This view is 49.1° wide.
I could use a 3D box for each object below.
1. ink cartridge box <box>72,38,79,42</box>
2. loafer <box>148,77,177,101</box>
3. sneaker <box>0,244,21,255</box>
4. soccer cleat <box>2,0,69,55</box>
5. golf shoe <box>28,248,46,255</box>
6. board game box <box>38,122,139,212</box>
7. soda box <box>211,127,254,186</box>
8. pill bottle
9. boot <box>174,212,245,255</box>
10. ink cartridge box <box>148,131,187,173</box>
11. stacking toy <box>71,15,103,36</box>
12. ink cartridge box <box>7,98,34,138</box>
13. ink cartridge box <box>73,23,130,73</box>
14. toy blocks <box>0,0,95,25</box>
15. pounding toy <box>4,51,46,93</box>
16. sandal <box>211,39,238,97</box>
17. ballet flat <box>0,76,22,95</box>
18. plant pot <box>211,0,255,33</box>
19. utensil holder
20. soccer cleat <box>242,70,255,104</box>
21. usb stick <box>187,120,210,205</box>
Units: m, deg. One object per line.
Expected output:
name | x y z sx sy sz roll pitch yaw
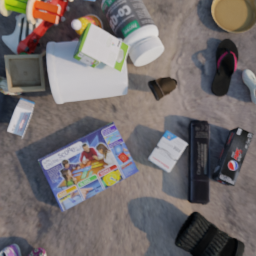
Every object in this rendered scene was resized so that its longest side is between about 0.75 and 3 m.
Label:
ink cartridge box | -1.908 -2.652 10.315 0.907 0.230 1.030 -40 83 -7
loafer | 1.192 -1.418 9.225 0.688 1.929 0.704 -27 97 24
sneaker | -3.617 4.462 8.748 0.529 0.832 1.460 -29 81 2
soccer cleat | -3.296 -3.930 10.136 1.273 1.026 2.989 33 82 6
golf shoe | -3.150 4.418 8.592 1.515 0.693 0.571 -30 40 -31
board game box | -1.323 1.284 9.487 2.843 0.490 1.924 -26 81 -4
soda box | 3.515 0.972 9.451 0.603 0.673 1.903 25 80 2
pill bottle | 0.185 -3.538 9.840 1.404 1.404 2.483 -27 82 -4
boot | 2.249 4.161 8.708 1.939 0.976 2.593 30 71 -2
ink cartridge box | 1.330 0.817 9.573 0.846 0.488 1.166 33 82 5
stacking toy | -1.543 -3.500 9.753 0.970 1.328 0.970 5 106 19
ink cartridge box | -3.475 -0.334 9.104 0.521 1.537 0.891 20 102 -20
ink cartridge box | -0.761 -2.222 8.159 1.379 0.522 1.019 24 67 -23
toy blocks | -2.566 -4.381 9.381 2.727 0.990 2.273 14 69 -1
pounding toy | -3.479 -2.028 9.791 1.390 1.073 1.510 -6 94 -17
sandal | 3.541 -2.214 10.099 0.828 0.497 2.203 13 80 2
ballet flat | -4.561 -1.571 9.989 1.573 0.503 0.595 17 83 2
plant pot | 4.026 -4.379 10.611 1.811 0.249 1.811 0 79 0
utensil holder | -1.305 -1.922 9.280 2.363 2.008 2.008 -8 80 -4
soccer cleat | 4.470 -1.508 9.968 0.463 0.518 1.336 -15 80 -3
usb stick | 2.409 1.153 9.512 0.790 0.465 2.849 4 80 -6
